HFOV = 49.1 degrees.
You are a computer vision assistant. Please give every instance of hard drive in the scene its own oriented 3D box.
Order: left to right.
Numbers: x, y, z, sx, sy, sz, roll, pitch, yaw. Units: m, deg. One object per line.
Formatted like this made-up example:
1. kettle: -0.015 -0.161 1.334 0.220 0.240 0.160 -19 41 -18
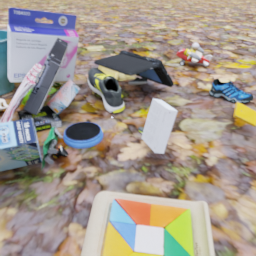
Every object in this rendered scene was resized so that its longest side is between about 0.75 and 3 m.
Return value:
1. hard drive: -2.894 -1.953 10.141 0.549 2.028 2.903 25 24 -18

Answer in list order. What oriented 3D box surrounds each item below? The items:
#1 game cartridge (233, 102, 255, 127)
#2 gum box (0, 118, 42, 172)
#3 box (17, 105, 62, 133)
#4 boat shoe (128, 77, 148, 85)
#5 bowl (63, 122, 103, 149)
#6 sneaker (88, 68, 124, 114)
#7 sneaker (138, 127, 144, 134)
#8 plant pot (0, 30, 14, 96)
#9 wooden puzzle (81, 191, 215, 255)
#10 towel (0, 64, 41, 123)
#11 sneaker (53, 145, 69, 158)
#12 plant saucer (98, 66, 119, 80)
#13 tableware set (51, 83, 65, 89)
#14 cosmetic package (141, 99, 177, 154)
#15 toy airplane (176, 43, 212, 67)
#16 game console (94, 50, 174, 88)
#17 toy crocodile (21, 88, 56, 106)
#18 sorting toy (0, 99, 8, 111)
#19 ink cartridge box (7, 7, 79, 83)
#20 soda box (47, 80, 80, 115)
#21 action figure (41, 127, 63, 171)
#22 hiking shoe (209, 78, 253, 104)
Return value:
1. game cartridge: 4.006 -0.460 9.562 0.794 0.129 0.700 28 51 -2
2. gum box: -3.675 0.672 6.830 2.882 2.448 0.642 -12 76 -18
3. box: -3.223 -0.330 10.177 1.348 0.320 1.302 -14 39 -22
4. boat shoe: 0.438 -2.142 12.763 0.937 0.332 0.338 -8 -3 -21
5. bowl: -1.511 0.204 9.401 1.327 0.260 1.327 0 32 0
6. sneaker: -0.845 -1.779 11.267 0.974 1.106 2.614 -21 54 -24
7. sneaker: 0.780 0.029 9.588 0.877 0.355 0.324 4 32 7
8. plant pot: -6.030 -2.719 12.088 2.550 2.396 2.550 0 31 0
9. wooden puzzle: 0.371 2.307 5.534 2.590 0.482 2.396 3 40 5
10. towel: -3.610 -1.204 9.694 0.366 1.791 2.447 31 15 -20
11. sneaker: -2.014 0.777 8.250 0.395 0.307 0.878 -42 16 -9
12. plant saucer: -0.997 -2.643 13.731 1.025 0.248 1.025 15 40 -8
13. tableware set: -3.541 -1.788 12.613 1.493 0.229 1.006 -12 33 -17
14. cosmetic package: 0.897 -0.065 8.359 0.352 1.362 1.027 7 21 -22
15. toy airplane: 3.715 -3.987 15.246 1.717 1.217 1.724 -12 33 -21
16. game console: 0.251 -2.340 12.068 1.537 2.322 2.640 -51 45 -9
17. toy crocodile: -3.719 -1.355 11.635 0.562 0.514 1.664 -25 0 40
18. sorting toy: -5.200 -0.826 10.734 1.252 0.743 1.391 -18 34 -40
19. ink cartridge box: -3.432 -3.241 11.440 2.752 2.803 0.607 -8 37 -33
20. soda box: -2.353 -1.164 10.314 0.524 0.564 1.649 -36 19 26
21. action figure: -2.324 0.446 8.581 0.484 1.046 1.770 20 19 -18
22. hiking shoe: 4.307 -1.541 11.707 1.813 0.786 0.674 17 36 25
